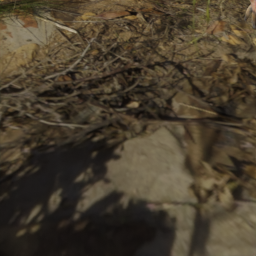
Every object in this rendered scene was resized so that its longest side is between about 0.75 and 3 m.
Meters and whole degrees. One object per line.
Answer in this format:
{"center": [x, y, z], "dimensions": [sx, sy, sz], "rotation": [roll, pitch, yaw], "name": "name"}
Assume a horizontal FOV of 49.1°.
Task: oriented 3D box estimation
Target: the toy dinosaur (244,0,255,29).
{"center": [2.882, -1.744, 5.175], "dimensions": [1.793, 2.645, 1.135], "rotation": [10, 43, 16], "name": "toy dinosaur"}
